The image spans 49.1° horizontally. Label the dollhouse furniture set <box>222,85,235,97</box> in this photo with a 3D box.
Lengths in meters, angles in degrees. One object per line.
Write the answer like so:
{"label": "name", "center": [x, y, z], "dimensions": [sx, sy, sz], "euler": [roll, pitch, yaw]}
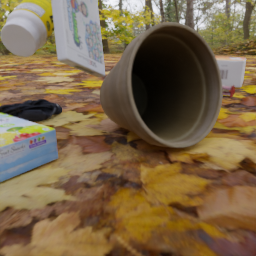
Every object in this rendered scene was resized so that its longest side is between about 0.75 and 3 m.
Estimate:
{"label": "dollhouse furniture set", "center": [4.676, -1.827, 13.201], "dimensions": [0.691, 0.522, 1.284], "euler": [11, 21, 30]}

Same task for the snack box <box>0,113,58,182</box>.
{"label": "snack box", "center": [-3.002, 0.375, 6.019], "dimensions": [2.281, 0.772, 1.924], "euler": [12, 22, 36]}

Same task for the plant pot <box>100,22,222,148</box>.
{"label": "plant pot", "center": [0.567, -0.982, 7.547], "dimensions": [2.941, 2.941, 2.552], "euler": [-11, 6, -31]}

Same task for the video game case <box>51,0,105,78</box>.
{"label": "video game case", "center": [-1.214, -2.646, 7.067], "dimensions": [0.286, 2.414, 2.197], "euler": [-7, -2, 18]}

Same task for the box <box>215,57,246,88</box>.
{"label": "box", "center": [5.608, -3.314, 16.269], "dimensions": [2.085, 1.456, 2.738], "euler": [8, 19, 22]}

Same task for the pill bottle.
{"label": "pill bottle", "center": [-2.758, -2.983, 8.043], "dimensions": [1.148, 1.148, 2.009], "euler": [3, 46, 8]}

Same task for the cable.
{"label": "cable", "center": [-3.479, -0.701, 9.664], "dimensions": [2.262, 0.575, 1.846], "euler": [-2, 18, -5]}
